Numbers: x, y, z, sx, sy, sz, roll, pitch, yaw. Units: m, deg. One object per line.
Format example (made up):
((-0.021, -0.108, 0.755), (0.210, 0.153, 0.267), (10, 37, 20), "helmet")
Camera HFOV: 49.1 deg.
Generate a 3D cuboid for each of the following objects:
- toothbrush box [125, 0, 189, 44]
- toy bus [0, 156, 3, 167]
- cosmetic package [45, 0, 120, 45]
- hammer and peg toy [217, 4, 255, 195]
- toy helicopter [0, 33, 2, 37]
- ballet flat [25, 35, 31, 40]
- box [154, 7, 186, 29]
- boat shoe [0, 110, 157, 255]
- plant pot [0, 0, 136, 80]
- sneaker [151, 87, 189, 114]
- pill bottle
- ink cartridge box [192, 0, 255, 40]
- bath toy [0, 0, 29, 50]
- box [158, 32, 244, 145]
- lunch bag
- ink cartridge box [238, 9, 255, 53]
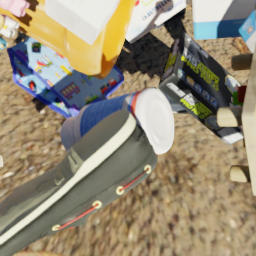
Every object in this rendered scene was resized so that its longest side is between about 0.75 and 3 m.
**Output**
((0.005, -3.867, 6.987), (2.008, 2.757, 1.187), (-21, 38, 41), "toothbrush box")
((-2.571, -0.166, 3.944), (1.656, 1.562, 0.855), (46, 46, 9), "toy bus")
((-0.664, -1.830, 4.116), (0.850, 0.702, 0.701), (34, 79, -13), "cosmetic package")
((1.547, -0.312, 3.371), (0.731, 2.074, 1.525), (1, 47, 31), "hammer and peg toy")
((-2.994, -2.938, 6.254), (1.159, 1.943, 2.938), (-5, 7, 26), "toy helicopter")
((-3.378, -2.932, 9.769), (0.594, 0.594, 1.656), (-3, 49, -2), "ballet flat")
((1.110, -5.083, 11.251), (1.801, 1.119, 1.816), (-37, 58, -26), "box")
((-0.800, 0.884, 3.356), (2.621, 0.821, 0.959), (-37, 24, -3), "boat shoe")
((-1.254, -2.630, 5.887), (2.377, 2.596, 2.596), (19, 51, 2), "plant pot")
((0.855, -0.542, 5.481), (1.148, 0.829, 0.436), (-5, 78, 26), "sneaker")
((-0.254, 0.016, 4.822), (1.875, 1.052, 1.052), (-10, 41, 34), "pill bottle")
((2.315, -3.480, 6.202), (1.696, 2.322, 1.704), (2, 56, 18), "ink cartridge box")
((-1.660, -1.686, 3.822), (0.448, 1.211, 0.527), (32, 11, -14), "bath toy")
((1.413, -0.721, 5.036), (1.743, 0.386, 1.396), (37, 46, -16), "box")
((-1.655, -1.571, 8.245), (2.860, 1.345, 2.153), (37, 55, 17), "lunch bag")
((2.797, -1.582, 4.977), (0.634, 1.081, 1.476), (-14, 70, -19), "ink cartridge box")
